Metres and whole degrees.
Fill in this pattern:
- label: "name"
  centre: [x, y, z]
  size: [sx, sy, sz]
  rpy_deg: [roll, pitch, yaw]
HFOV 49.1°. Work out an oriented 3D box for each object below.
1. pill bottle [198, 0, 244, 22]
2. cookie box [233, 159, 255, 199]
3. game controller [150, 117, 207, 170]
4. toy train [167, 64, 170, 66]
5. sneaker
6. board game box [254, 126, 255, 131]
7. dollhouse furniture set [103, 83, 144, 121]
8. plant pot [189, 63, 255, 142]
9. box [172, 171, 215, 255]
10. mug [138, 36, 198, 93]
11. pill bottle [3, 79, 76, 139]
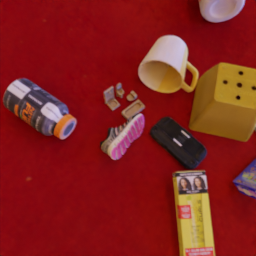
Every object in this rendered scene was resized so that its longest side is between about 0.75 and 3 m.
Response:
- label: "pill bottle"
  centre: [3.511, -5.847, 11.124]
  size: [1.631, 1.631, 2.906]
  rpy_deg: [-2, 68, -1]
- label: "cookie box"
  centre: [4.180, 1.500, 8.515]
  size: [1.431, 1.224, 0.538]
  rpy_deg: [-39, 107, -13]
- label: "game controller"
  centre: [1.693, 0.470, 9.438]
  size: [1.979, 0.417, 1.032]
  rpy_deg: [43, 60, 14]
- label: "toy train"
  centre: [1.653, -2.614, 10.165]
  size: [0.375, 0.866, 0.495]
  rpy_deg: [-7, 71, -28]
- label: "sneaker"
  centre: [-0.224, 0.167, 9.286]
  size: [0.871, 0.734, 1.990]
  rpy_deg: [17, 53, 34]
- label: "board game box"
  centre: [4.830, 0.161, 9.599]
  size: [0.698, 0.191, 1.106]
  rpy_deg: [-24, 71, -10]
- label: "dollhouse furniture set"
  centre: [-0.119, -0.947, 9.672]
  size: [0.994, 0.852, 1.045]
  rpy_deg: [-38, 74, -13]
- label: "plant pot"
  centre: [3.328, -0.968, 9.179]
  size: [2.038, 1.797, 2.038]
  rpy_deg: [13, 69, 5]
- label: "box"
  centre: [1.904, 2.551, 8.279]
  size: [0.940, 0.626, 2.497]
  rpy_deg: [-2, 78, -1]
- label: "mug"
  centre: [1.452, -2.258, 10.055]
  size: [1.606, 2.005, 1.646]
  rpy_deg: [0, 55, 35]
- label: "pill bottle"
  centre: [-2.868, -0.569, 9.319]
  size: [2.327, 1.236, 1.236]
  rpy_deg: [33, 72, 12]
